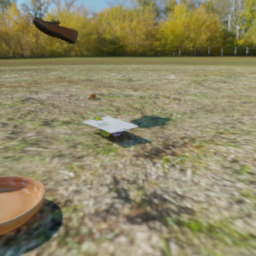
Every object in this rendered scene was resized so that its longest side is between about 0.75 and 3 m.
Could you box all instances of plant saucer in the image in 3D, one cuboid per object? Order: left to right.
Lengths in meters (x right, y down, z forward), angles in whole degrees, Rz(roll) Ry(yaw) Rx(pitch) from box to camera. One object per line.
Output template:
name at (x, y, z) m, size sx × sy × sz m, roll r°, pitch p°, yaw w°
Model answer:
plant saucer at (-2.272, 1.307, 4.690) m, size 1.719 × 0.322 × 1.719 m, roll -1°, pitch 16°, yaw 0°

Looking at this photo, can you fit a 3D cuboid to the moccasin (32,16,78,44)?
moccasin at (-3.278, -4.570, 12.754) m, size 2.107 × 0.813 × 0.771 m, roll 15°, pitch -5°, yaw -24°

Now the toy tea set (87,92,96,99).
toy tea set at (-1.961, -1.734, 15.679) m, size 0.509 × 0.317 × 0.857 m, roll -27°, pitch 14°, yaw 14°

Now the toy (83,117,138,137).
toy at (-0.610, 0.013, 9.086) m, size 1.020 × 0.418 × 1.772 m, roll -14°, pitch 23°, yaw -33°
